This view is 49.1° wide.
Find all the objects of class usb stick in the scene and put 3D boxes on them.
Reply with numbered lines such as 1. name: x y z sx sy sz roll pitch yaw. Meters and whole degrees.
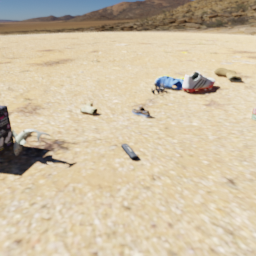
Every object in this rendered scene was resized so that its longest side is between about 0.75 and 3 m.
1. usb stick: 0.037 0.796 9.408 0.278 0.163 1.002 -10 26 -20

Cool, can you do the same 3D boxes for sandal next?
1. sandal: 2.511 -2.585 16.254 1.964 0.780 0.855 0 28 4

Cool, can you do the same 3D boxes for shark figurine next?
1. shark figurine: -3.136 0.259 8.914 1.331 0.795 0.555 -28 -13 20

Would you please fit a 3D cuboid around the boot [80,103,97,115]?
1. boot: -1.686 -0.877 12.924 0.694 0.325 0.893 11 28 23

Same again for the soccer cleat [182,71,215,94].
1. soccer cleat: 4.133 -2.724 16.056 2.628 1.120 0.902 -18 30 -33

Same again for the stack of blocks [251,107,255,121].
1. stack of blocks: 6.313 -0.677 12.247 1.730 0.507 0.996 -19 31 -37

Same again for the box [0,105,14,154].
1. box: -5.535 0.085 9.268 2.713 1.557 1.793 7 25 16

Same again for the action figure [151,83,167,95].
1. action figure: 1.752 -2.250 15.680 0.694 0.596 1.168 1 24 30

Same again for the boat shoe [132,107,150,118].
1. boat shoe: 0.585 -0.755 12.602 1.012 0.366 0.366 19 30 36

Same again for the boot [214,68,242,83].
1. boot: 6.528 -3.459 18.382 1.519 0.574 1.735 4 25 9
